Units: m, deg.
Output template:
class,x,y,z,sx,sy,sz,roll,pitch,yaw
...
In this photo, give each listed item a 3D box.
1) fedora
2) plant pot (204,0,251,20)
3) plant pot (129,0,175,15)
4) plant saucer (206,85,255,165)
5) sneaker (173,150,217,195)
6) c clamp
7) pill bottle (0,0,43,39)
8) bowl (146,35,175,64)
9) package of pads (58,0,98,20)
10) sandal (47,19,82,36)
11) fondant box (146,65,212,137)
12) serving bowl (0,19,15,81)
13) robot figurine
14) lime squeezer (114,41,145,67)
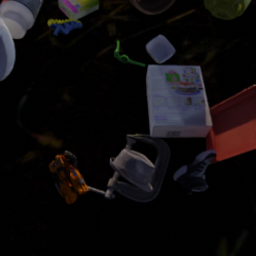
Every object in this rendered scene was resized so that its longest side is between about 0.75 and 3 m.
class,x,y,z,sx,sy,sz,roll,pitch,yaw
fedora,0.234,1.156,8.347,1.558,1.378,0.704,34,97,24
plant pot,4.615,-6.291,12.217,2.742,2.742,2.521,23,75,12
plant pot,0.728,-6.659,12.501,2.552,2.552,2.225,-25,46,-13
plant saucer,3.458,-0.010,9.065,0.394,2.142,2.147,22,57,-26
sneaker,2.320,1.434,8.844,1.645,0.621,0.936,-32,61,-9
c clamp,0.101,1.213,9.085,2.309,0.366,2.702,23,61,11
pill bottle,-4.640,-5.058,11.983,1.424,1.424,2.381,6,61,3
bowl,1.282,-3.147,11.431,0.998,0.372,0.996,-39,86,-18
package of pads,-2.296,-5.661,12.842,1.539,0.525,1.189,-33,67,-18
sandal,-2.719,-4.336,12.156,1.443,0.574,0.628,-8,88,-8
fondant box,1.720,-0.994,10.016,1.953,0.788,2.707,0,60,-3
serving bowl,-5.270,-3.127,10.380,2.880,2.880,0.947,25,36,13
robot figurine,-1.902,1.498,8.680,1.113,0.447,1.535,-41,72,19
lime squeezer,-0.145,-2.923,11.458,0.675,0.361,1.912,-18,53,-35
